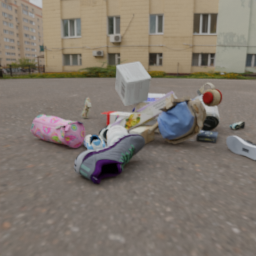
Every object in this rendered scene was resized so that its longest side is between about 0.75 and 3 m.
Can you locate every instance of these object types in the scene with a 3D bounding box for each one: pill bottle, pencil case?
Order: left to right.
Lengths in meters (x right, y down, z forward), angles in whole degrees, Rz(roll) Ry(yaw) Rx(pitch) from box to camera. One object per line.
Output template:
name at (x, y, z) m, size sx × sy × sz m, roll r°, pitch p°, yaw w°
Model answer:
pencil case at (-2.770, 0.080, 10.946) m, size 2.463 × 1.077 × 1.077 m, roll 11°, pitch 17°, yaw 42°
pill bottle at (-0.344, 0.468, 9.899) m, size 0.806 × 0.806 × 1.410 m, roll -1°, pitch 15°, yaw -5°

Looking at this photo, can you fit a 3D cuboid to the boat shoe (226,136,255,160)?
boat shoe at (4.124, 0.679, 9.669) m, size 0.539 × 0.569 × 1.628 m, roll 2°, pitch 12°, yaw -25°

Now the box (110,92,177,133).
box at (0.678, -0.515, 11.451) m, size 2.891 × 0.559 × 0.599 m, roll -28°, pitch -10°, yaw 0°

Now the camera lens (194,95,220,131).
camera lens at (3.537, -0.665, 12.893) m, size 1.165 × 1.165 × 1.456 m, roll 1°, pitch 50°, yaw 4°

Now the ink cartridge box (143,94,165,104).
ink cartridge box at (1.650, -2.018, 20.325) m, size 2.187 × 0.514 × 2.161 m, roll 1°, pitch 23°, yaw 5°

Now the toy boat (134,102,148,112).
toy boat at (0.620, -1.092, 14.630) m, size 0.689 × 1.247 × 1.483 m, roll -34°, pitch 77°, yaw -36°

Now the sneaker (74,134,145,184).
sneaker at (-0.255, 0.962, 8.178) m, size 2.516 × 0.936 × 1.101 m, roll -23°, pitch 36°, yaw -35°

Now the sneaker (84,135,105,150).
sneaker at (-1.209, 0.503, 10.065) m, size 0.694 × 0.700 × 1.931 m, roll -5°, pitch 13°, yaw -17°

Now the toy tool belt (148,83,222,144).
toy tool belt at (2.008, -0.487, 10.351) m, size 1.668 × 1.694 × 2.714 m, roll -6°, pitch -26°, yaw -39°

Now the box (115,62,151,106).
box at (0.209, -2.250, 14.174) m, size 1.312 × 1.524 × 1.532 m, roll -14°, pitch 51°, yaw -17°

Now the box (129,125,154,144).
box at (0.554, 0.296, 11.087) m, size 0.495 × 0.604 × 1.273 m, roll 7°, pitch 16°, yaw 29°

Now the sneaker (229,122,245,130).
sneaker at (5.219, -0.128, 13.387) m, size 0.909 × 0.353 × 0.392 m, roll -9°, pitch 13°, yaw -33°

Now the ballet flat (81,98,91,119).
ballet flat at (-2.269, -1.078, 15.678) m, size 0.382 × 1.196 × 0.452 m, roll 17°, pitch 3°, yaw 28°

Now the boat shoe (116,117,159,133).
boat shoe at (0.828, -0.346, 12.585) m, size 2.778 × 0.952 × 1.000 m, roll 5°, pitch 12°, yaw -5°

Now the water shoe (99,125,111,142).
water shoe at (-0.954, 0.295, 11.648) m, size 0.572 × 0.518 × 1.449 m, roll -25°, pitch 7°, yaw 20°

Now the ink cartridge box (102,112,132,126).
ink cartridge box at (-0.395, -0.443, 14.036) m, size 1.780 × 0.599 × 1.034 m, roll 5°, pitch 11°, yaw 21°

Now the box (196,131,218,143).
box at (3.280, 0.352, 11.584) m, size 0.770 × 0.249 × 0.976 m, roll 7°, pitch 15°, yaw 21°

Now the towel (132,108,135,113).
towel at (1.767, -1.055, 16.702) m, size 2.076 × 0.697 × 2.812 m, roll 2°, pitch 12°, yaw 33°
